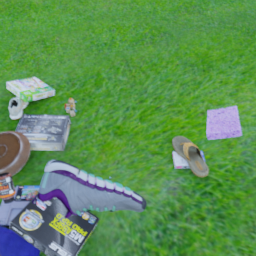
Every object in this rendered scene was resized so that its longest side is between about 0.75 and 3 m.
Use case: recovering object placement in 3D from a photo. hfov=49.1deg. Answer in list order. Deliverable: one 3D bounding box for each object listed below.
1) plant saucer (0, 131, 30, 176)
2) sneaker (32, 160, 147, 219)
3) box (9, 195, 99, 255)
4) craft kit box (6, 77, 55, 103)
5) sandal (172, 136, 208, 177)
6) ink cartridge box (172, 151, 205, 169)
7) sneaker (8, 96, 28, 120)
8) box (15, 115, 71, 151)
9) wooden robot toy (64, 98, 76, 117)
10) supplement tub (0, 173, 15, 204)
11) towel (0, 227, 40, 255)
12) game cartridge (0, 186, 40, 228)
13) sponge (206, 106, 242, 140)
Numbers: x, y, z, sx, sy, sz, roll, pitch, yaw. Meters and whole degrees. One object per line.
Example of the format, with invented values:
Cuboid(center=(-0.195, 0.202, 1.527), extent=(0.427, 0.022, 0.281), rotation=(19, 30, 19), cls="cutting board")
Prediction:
Cuboid(center=(-5.253, 1.051, 11.669), extent=(2.309, 0.398, 2.309), rotation=(-4, 59, 7), cls="plant saucer")
Cuboid(center=(-0.966, 1.925, 7.375), extent=(2.881, 1.072, 1.261), rotation=(23, 70, -8), cls="sneaker")
Cuboid(center=(-2.383, 3.187, 9.316), extent=(2.294, 0.508, 1.838), rotation=(32, 40, 8), cls="box")
Cuboid(center=(-5.098, -2.028, 14.656), extent=(1.767, 0.429, 1.745), rotation=(32, 37, 27), cls="craft kit box")
Cuboid(center=(2.614, 1.059, 11.566), extent=(0.868, 0.584, 2.162), rotation=(-17, 49, -16), cls="sandal")
Cuboid(center=(2.563, 1.348, 11.861), extent=(1.286, 0.270, 0.767), rotation=(-3, 46, 0), cls="ink cartridge box")
Cuboid(center=(-5.497, -1.281, 13.990), extent=(0.676, 0.822, 1.786), rotation=(-2, 46, -2), cls="sneaker")
Cuboid(center=(-3.902, 0.189, 12.764), extent=(2.256, 0.545, 1.786), rotation=(1, 46, 1), cls="box")
Cuboid(center=(-2.920, -1.196, 14.060), extent=(0.587, 0.604, 1.332), rotation=(-5, 46, -5), cls="wooden robot toy")
Cuboid(center=(-3.890, 1.926, 8.921), extent=(0.498, 0.932, 0.498), rotation=(-10, 10, 2), cls="supplement tub")
Cuboid(center=(-3.922, 4.469, 8.658), extent=(1.982, 0.665, 2.684), rotation=(5, 45, 10), cls="towel")
Cuboid(center=(-3.443, 2.875, 10.306), extent=(2.443, 0.469, 1.584), rotation=(0, 50, 0), cls="game cartridge")
Cuboid(center=(3.171, -0.189, 9.370), extent=(1.030, 0.275, 1.846), rotation=(-8, 23, 21), cls="sponge")
